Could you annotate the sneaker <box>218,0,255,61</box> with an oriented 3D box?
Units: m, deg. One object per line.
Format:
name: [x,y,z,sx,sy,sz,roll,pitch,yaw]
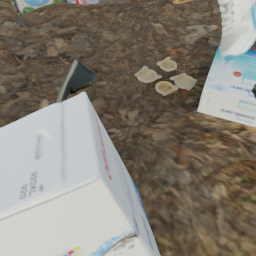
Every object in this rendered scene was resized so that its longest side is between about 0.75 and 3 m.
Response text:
sneaker: [1.925,-2.060,4.984,0.749,0.709,1.854,24,76,-21]

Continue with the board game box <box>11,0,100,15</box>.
board game box: [-1.090,-3.296,5.677,2.733,0.843,2.731,-8,44,19]

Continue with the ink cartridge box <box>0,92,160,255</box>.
ink cartridge box: [-0.737,1.048,3.579,1.613,2.230,1.642,-23,36,2]

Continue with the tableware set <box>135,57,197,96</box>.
tableware set: [1.260,-1.688,9.322,1.529,0.212,1.831,-29,55,-23]

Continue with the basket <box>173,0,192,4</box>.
basket: [2.166,-4.319,7.671,1.865,1.389,1.331,-28,25,-37]

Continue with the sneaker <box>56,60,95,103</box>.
sneaker: [-0.953,-0.752,5.188,0.497,0.350,0.935,26,77,-21]

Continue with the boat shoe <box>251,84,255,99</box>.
boat shoe: [2.260,0.353,3.965,0.766,0.814,2.266,-23,78,14]

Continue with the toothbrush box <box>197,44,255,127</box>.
toothbrush box: [3.292,-1.364,8.511,1.745,1.016,2.383,18,53,15]
